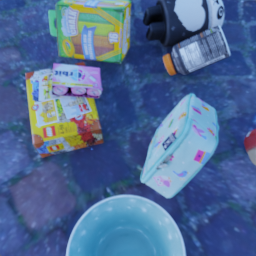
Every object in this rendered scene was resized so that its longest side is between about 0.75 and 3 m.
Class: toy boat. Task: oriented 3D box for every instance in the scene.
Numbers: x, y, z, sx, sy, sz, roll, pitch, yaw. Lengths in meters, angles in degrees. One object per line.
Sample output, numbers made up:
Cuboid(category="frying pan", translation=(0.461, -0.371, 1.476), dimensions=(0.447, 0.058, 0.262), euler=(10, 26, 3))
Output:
Cuboid(category="toy boat", translation=(4.524, -0.034, 7.477), dimensions=(2.936, 1.916, 1.919), euler=(-14, 74, -6))

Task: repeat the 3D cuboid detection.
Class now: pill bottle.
Cuboid(category="pill bottle", translation=(2.134, -2.376, 8.990), dimensions=(1.971, 1.047, 1.047), euler=(-20, 58, 21))

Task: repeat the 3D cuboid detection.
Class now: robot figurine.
Cuboid(category="robot figurine", translation=(1.983, -3.882, 9.958), dimensions=(2.794, 2.099, 1.744), euler=(-10, 36, -5))

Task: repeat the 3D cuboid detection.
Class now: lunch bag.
Cuboid(category="lunch bag", translation=(1.219, 0.398, 6.990), dimensions=(0.996, 2.072, 2.583), euler=(37, 31, -4))

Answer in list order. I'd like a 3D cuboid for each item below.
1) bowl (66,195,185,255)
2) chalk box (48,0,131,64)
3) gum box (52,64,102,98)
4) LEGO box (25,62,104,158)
Cuboid(category="bowl", translation=(-0.038, 2.908, 6.322), dimensions=(2.478, 1.296, 2.478), euler=(0, 60, 1))
Cuboid(category="chalk box", translation=(-1.349, -3.263, 9.094), dimensions=(2.677, 1.666, 1.657), euler=(7, 34, 6))
Cuboid(category="gum box", translation=(-1.441, -1.326, 8.005), dimensions=(1.397, 0.462, 0.793), euler=(3, 59, -13))
Cuboid(category="LEGO box", translation=(-1.953, -0.598, 8.519), dimensions=(1.895, 0.982, 2.544), euler=(-13, 61, -8))
